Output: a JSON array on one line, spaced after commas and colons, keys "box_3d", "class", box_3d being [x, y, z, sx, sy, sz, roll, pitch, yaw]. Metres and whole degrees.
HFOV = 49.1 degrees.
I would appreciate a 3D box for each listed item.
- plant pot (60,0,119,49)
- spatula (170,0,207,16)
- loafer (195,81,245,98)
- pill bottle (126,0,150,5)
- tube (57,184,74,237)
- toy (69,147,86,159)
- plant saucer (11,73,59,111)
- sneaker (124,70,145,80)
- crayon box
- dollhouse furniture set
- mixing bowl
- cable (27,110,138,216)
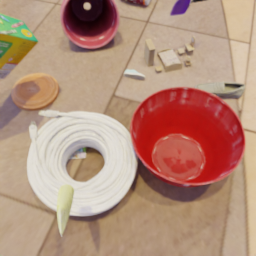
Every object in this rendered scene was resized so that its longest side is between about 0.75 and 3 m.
[{"box_3d": [-1.549, -4.553, 10.987, 2.219, 2.219, 1.986, -9, 42, -6], "class": "plant pot"}, {"box_3d": [2.111, -4.076, 9.072, 0.210, 0.578, 2.047, 44, 55, 16], "class": "spatula"}, {"box_3d": [3.177, -1.386, 9.717, 1.683, 0.587, 0.589, 1, 57, 1], "class": "loafer"}, {"box_3d": [0.306, -6.075, 12.632, 1.394, 0.796, 0.796, 17, 59, 11], "class": "pill bottle"}, {"box_3d": [-1.121, 1.345, 4.874, 0.310, 1.194, 0.346, -41, 105, 2], "class": "tube"}, {"box_3d": [-1.798, 0.668, 8.603, 0.979, 0.231, 0.564, -2, 56, -1], "class": "toy"}, {"box_3d": [-3.286, -1.333, 9.882, 1.657, 0.267, 1.657, 0, 57, -1], "class": "plant saucer"}, {"box_3d": [0.258, -2.000, 10.291, 0.808, 0.299, 0.331, 14, 63, 9], "class": "sneaker"}, {"box_3d": [-3.807, -2.085, 7.001, 1.700, 2.863, 0.834, -39, 86, 18], "class": "crayon box"}, {"box_3d": [1.662, -2.803, 10.487, 1.911, 0.846, 0.991, -13, 58, -9], "class": "dollhouse furniture set"}, {"box_3d": [1.512, 0.483, 7.895, 2.985, 1.617, 2.985, 0, 57, -1], "class": "mixing bowl"}, {"box_3d": [-1.251, 0.956, 7.815, 2.997, 1.038, 2.997, 0, 64, -5], "class": "cable"}]
